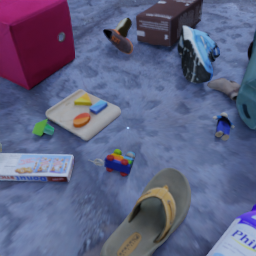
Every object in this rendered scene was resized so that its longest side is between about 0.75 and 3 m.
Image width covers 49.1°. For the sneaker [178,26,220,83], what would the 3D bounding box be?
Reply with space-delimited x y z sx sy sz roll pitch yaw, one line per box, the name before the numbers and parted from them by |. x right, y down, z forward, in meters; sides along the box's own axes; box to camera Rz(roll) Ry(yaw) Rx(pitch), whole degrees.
sneaker | 2.434 -2.490 9.108 1.282 1.117 2.850 3 45 -1

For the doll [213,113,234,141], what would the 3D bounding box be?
doll | 2.462 -0.106 7.268 0.624 0.222 0.915 28 45 -1

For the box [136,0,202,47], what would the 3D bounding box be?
box | 1.634 -4.210 10.758 1.416 1.060 2.828 20 48 27

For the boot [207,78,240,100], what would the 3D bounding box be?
boot | 2.933 -1.108 8.224 1.016 0.357 0.743 -6 47 -6

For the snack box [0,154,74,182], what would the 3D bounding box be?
snack box | -2.145 0.873 6.243 1.782 0.217 0.641 1 41 4

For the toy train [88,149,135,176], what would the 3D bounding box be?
toy train | -0.347 0.682 6.404 0.972 0.411 0.562 15 36 15

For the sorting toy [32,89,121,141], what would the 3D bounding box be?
sorting toy | -1.421 -0.274 7.397 1.562 0.311 2.113 29 51 26

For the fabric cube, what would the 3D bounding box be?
fabric cube | -3.274 -2.895 8.753 2.184 2.142 2.177 25 50 22

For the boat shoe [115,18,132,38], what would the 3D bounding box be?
boat shoe | -0.287 -3.768 10.858 0.409 0.456 1.233 3 52 42

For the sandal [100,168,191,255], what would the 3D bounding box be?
sandal | 0.422 1.621 5.224 0.989 0.665 2.463 29 51 26

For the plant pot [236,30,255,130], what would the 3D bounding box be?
plant pot | 4.182 -1.318 6.906 2.859 2.859 2.800 23 57 22

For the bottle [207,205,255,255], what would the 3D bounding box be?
bottle | 2.191 2.006 4.705 2.565 0.837 1.071 -34 51 -29

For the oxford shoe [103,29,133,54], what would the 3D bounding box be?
oxford shoe | -0.385 -3.070 9.940 0.509 0.500 1.404 -5 42 -50

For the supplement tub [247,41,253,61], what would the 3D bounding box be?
supplement tub | 5.033 -2.707 9.294 2.059 1.101 1.101 -25 50 -25
